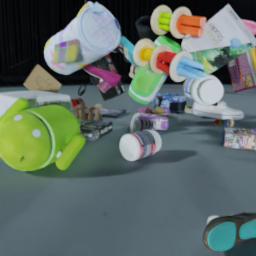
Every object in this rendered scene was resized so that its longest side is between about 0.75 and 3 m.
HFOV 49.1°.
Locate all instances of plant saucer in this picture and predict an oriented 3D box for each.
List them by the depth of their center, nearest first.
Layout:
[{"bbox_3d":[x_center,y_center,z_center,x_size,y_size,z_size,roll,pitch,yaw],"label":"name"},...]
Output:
[{"bbox_3d":[3.998,-3.707,10.751,1.862,0.472,1.862,-3,35,2],"label":"plant saucer"}]

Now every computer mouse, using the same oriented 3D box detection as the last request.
[{"bbox_3d":[-1.811,-2.150,13.605,1.660,0.487,0.283,-39,-5,10],"label":"computer mouse"}]

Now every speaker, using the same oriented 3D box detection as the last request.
[{"bbox_3d":[0.940,-2.076,10.244,1.063,2.404,1.063,24,28,-14],"label":"speaker"}]

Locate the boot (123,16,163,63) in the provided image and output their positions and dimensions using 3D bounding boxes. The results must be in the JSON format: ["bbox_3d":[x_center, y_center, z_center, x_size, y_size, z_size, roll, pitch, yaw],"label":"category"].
[{"bbox_3d":[0.622,-3.958,12.657,2.057,0.819,2.495,-18,-10,3],"label":"boot"}]

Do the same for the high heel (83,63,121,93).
[{"bbox_3d":[-1.150,-2.349,10.877,0.942,1.959,0.660,-40,-2,11],"label":"high heel"}]

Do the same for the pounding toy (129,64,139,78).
[{"bbox_3d":[0.629,-3.111,14.336,0.795,1.390,0.797,19,18,9],"label":"pounding toy"}]

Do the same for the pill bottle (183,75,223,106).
[{"bbox_3d":[3.022,-1.547,11.276,1.214,1.214,2.166,-1,13,-3],"label":"pill bottle"}]

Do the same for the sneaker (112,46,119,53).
[{"bbox_3d":[-0.886,-4.367,14.329,1.184,0.684,0.444,35,60,15],"label":"sneaker"}]

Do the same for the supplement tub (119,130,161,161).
[{"bbox_3d":[0.396,0.521,8.754,1.181,0.828,0.828,-12,18,-42],"label":"supplement tub"}]

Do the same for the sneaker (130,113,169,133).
[{"bbox_3d":[1.029,-0.209,12.041,1.286,0.818,2.256,10,16,27],"label":"sneaker"}]

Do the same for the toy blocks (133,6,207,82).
[{"bbox_3d":[1.511,-2.455,8.197,0.911,2.092,2.510,23,9,-45],"label":"toy blocks"}]

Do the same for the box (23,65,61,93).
[{"bbox_3d":[-3.534,-1.800,11.664,0.143,1.101,1.347,-5,-37,44],"label":"box"}]

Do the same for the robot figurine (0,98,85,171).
[{"bbox_3d":[-2.521,0.241,8.100,2.505,1.652,2.856,34,21,11],"label":"robot figurine"}]

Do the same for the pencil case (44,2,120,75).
[{"bbox_3d":[-1.471,-2.462,8.170,1.232,1.344,2.964,-32,14,-31],"label":"pencil case"}]

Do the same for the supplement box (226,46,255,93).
[{"bbox_3d":[4.922,-2.398,10.762,1.292,1.639,2.504,-17,3,-1],"label":"supplement box"}]

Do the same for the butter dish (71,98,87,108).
[{"bbox_3d":[-3.141,-1.350,17.449,0.855,0.634,0.857,-18,65,-44],"label":"butter dish"}]

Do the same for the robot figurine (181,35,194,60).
[{"bbox_3d":[2.849,-3.130,11.022,1.754,0.990,1.487,33,0,3],"label":"robot figurine"}]

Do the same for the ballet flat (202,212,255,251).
[{"bbox_3d":[1.670,1.687,4.655,1.521,0.517,0.520,4,0,-31],"label":"ballet flat"}]

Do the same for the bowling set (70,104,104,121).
[{"bbox_3d":[-2.200,-0.707,13.542,1.971,1.058,1.372,-2,13,-8],"label":"bowling set"}]

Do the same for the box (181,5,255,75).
[{"bbox_3d":[2.616,-2.498,8.259,0.336,1.333,1.847,-48,10,-30],"label":"box"}]

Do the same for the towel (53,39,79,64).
[{"bbox_3d":[-1.542,-1.879,6.954,0.786,0.565,0.090,-1,-8,31],"label":"towel"}]

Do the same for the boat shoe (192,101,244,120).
[{"bbox_3d":[4.809,-1.032,14.918,2.730,0.897,0.982,9,19,10],"label":"boat shoe"}]

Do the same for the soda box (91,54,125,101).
[{"bbox_3d":[-1.077,-2.530,12.494,0.884,2.497,0.791,-16,14,29],"label":"soda box"}]

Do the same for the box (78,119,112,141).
[{"bbox_3d":[-1.886,0.026,11.652,2.018,0.495,1.626,5,13,22],"label":"box"}]

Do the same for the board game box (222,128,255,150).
[{"bbox_3d":[4.000,0.374,10.010,1.136,0.550,0.906,4,14,15],"label":"board game box"}]

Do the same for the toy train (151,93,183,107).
[{"bbox_3d":[2.679,-1.775,18.551,2.170,0.941,1.240,-2,19,-7],"label":"toy train"}]

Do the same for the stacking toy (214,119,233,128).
[{"bbox_3d":[4.475,-0.267,13.236,0.405,0.405,0.949,-8,11,-31],"label":"stacking toy"}]

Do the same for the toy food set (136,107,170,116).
[{"bbox_3d":[1.258,-0.849,14.537,1.711,0.424,2.692,-3,2,1],"label":"toy food set"}]

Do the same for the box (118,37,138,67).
[{"bbox_3d":[0.041,-3.283,11.993,0.354,0.593,1.442,-28,54,-15],"label":"box"}]

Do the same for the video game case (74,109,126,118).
[{"bbox_3d":[-1.572,-0.882,16.164,2.487,0.236,1.776,3,14,18],"label":"video game case"}]

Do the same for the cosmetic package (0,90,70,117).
[{"bbox_3d":[-3.463,-0.343,10.220,2.209,1.823,1.821,14,18,43],"label":"cosmetic package"}]

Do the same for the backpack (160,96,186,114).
[{"bbox_3d":[2.650,-1.416,16.812,1.462,0.984,1.335,7,15,32],"label":"backpack"}]

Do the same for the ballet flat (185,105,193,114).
[{"bbox_3d":[3.969,-1.001,15.920,1.723,0.598,0.598,12,18,41],"label":"ballet flat"}]
